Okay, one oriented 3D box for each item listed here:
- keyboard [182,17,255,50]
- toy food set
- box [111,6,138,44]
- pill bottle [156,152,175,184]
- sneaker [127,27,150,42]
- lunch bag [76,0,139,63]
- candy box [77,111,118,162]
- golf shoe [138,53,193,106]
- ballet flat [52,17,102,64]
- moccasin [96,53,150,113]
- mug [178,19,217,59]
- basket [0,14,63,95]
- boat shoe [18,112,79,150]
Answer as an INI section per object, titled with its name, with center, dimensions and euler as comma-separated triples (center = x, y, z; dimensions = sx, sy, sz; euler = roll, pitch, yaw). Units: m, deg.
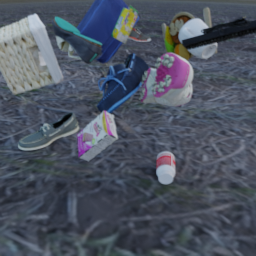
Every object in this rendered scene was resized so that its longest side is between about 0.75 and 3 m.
[keyboard]
center = 2.602, -2.585, 7.731
dimensions = 2.220, 0.229, 1.410
euler = -10, -4, 24
[toy food set]
center = 2.181, -3.615, 11.326
dimensions = 0.575, 1.976, 2.863
euler = -20, 13, -27
[box]
center = -0.098, -3.413, 9.210
dimensions = 0.269, 1.114, 0.653
euler = 34, 15, 22
[pill bottle]
center = 1.163, 1.242, 8.668
dimensions = 0.569, 0.569, 1.014
euler = 3, 32, 6
[sneaker]
center = 0.266, -3.234, 9.625
dimensions = 1.083, 0.444, 0.417
euler = 15, 21, 7
[lunch bag]
center = -1.027, -4.179, 12.180
dimensions = 1.931, 2.919, 1.983
euler = 33, 9, -26
[candy box]
center = -0.782, 0.210, 6.844
dimensions = 0.338, 1.109, 0.756
euler = 26, 37, -39
[golf shoe]
center = 1.127, -1.069, 6.825
dimensions = 1.292, 1.064, 2.824
euler = 13, 0, -10
[ballet flat]
center = -1.745, -2.656, 8.630
dimensions = 0.907, 0.907, 2.483
euler = -23, 47, -33
[moccasin]
center = -0.272, -1.343, 8.246
dimensions = 1.188, 1.007, 2.952
euler = -34, 13, 33
[mug]
center = 2.271, -2.913, 9.234
dimensions = 1.312, 0.968, 1.150
euler = 7, 44, -46
[basket]
center = -3.603, -2.640, 9.886
dimensions = 1.785, 1.962, 2.894
euler = -22, 33, -11
[boat shoe]
center = -2.954, 0.075, 10.401
dimensions = 2.416, 0.746, 0.880
euler = -24, 39, -34
